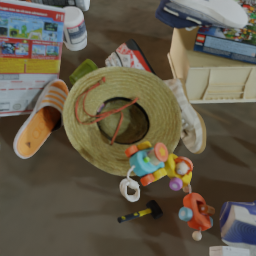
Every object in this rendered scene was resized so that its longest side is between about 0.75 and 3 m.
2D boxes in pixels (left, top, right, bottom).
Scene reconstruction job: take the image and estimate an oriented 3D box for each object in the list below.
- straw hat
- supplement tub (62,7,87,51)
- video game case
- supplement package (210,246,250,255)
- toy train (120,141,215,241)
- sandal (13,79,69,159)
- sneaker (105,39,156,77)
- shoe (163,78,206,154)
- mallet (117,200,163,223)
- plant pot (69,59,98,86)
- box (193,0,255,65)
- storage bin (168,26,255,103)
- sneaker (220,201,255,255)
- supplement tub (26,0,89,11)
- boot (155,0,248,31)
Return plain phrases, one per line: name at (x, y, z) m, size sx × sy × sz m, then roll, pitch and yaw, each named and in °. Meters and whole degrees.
straw hat at (-0.137, -0.121, 6.504) m, size 2.580 × 1.092 × 2.580 m, roll 1°, pitch 77°, yaw -4°
supplement tub at (-1.903, -3.392, 9.640) m, size 0.882 × 1.257 × 0.882 m, roll -1°, pitch 62°, yaw 1°
video game case at (-2.499, -1.563, 6.646) m, size 1.891 × 2.645 × 0.231 m, roll -9°, pitch 31°, yaw -41°
supplement package at (1.533, 2.246, 4.212) m, size 0.448 × 0.465 × 0.818 m, roll 10°, pitch 64°, yaw -6°
toy train at (0.841, 1.003, 5.046) m, size 2.063 × 0.574 × 1.550 m, roll 30°, pitch 38°, yaw -26°
sandal at (-1.877, -0.220, 6.834) m, size 0.652 × 0.872 × 2.276 m, roll 0°, pitch 53°, yaw 32°
sneaker at (0.180, -1.374, 8.210) m, size 1.212 × 0.755 × 2.260 m, roll -32°, pitch 76°, yaw 18°
shoe at (1.269, -0.331, 6.818) m, size 0.580 × 0.760 × 2.173 m, roll 2°, pitch 54°, yaw -21°
mallet at (0.254, 1.658, 5.254) m, size 1.081 × 0.222 × 0.356 m, roll -7°, pitch 50°, yaw -50°
plant pot at (-1.311, -1.529, 8.368) m, size 0.753 × 0.782 × 0.782 m, roll -38°, pitch 56°, yaw -17°
box at (3.267, -2.965, 8.165) m, size 2.031 × 0.560 × 2.973 m, roll 17°, pitch 47°, yaw 15°
storage bin at (2.719, -2.051, 8.504) m, size 2.567 × 1.212 × 2.585 m, roll -1°, pitch 45°, yaw -2°
sneaker at (2.889, 1.570, 5.182) m, size 2.499 × 1.009 × 1.443 m, roll 11°, pitch 42°, yaw -1°
supplement tub at (-2.994, -5.793, 11.902) m, size 2.528 × 1.549 × 1.549 m, roll 0°, pitch 46°, yaw 0°
boot at (1.884, -2.971, 7.337) m, size 2.259 × 1.020 × 0.822 m, roll 20°, pitch 64°, yaw -10°
